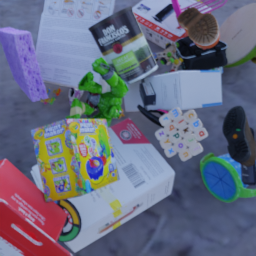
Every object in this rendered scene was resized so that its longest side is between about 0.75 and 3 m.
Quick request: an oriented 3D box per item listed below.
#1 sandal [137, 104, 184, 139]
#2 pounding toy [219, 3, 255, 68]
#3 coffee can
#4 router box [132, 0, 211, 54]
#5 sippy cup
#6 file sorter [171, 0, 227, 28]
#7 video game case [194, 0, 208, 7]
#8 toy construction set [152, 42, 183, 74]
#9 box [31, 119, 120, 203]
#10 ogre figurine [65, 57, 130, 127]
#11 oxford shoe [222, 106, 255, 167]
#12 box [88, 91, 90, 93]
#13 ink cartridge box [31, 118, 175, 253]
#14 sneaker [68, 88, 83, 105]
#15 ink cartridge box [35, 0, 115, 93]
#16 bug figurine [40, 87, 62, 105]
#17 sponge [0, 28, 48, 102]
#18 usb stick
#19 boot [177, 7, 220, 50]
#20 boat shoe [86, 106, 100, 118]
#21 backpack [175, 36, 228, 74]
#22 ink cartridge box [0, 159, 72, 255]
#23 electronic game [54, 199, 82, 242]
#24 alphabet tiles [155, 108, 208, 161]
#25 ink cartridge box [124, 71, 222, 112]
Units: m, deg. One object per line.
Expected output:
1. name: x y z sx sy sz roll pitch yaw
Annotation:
1. sandal: 0.912 -0.159 6.415 1.571 0.590 0.354 30 87 17
2. pounding toy: 4.268 -2.923 9.246 1.331 2.868 2.214 23 66 -27
3. coffee can: -0.101 -1.982 6.938 1.161 1.586 1.161 -25 19 9
4. router box: 1.480 -4.200 10.698 2.460 0.601 2.208 37 70 24
5. sippy cup: 2.617 1.109 6.997 1.090 1.168 1.487 -21 67 -27
6. file sorter: 2.003 -4.454 8.656 1.534 1.700 2.446 -18 27 18
7. video game case: 2.246 -5.190 11.791 1.621 0.229 1.794 -24 59 -15
8. toy construction set: 1.356 -2.018 8.484 0.900 1.171 0.977 -45 51 -5
9. box: -0.901 0.527 5.058 0.789 1.294 1.246 -16 85 25
10. ogre figurine: -0.658 -0.618 6.416 1.119 1.867 0.916 9 13 -38
11. oxford shoe: 2.246 0.167 5.608 0.580 0.499 1.374 32 50 -31
12. box: -0.909 -1.250 8.706 0.575 0.775 0.415 21 53 19
13. ink cartridge box: -0.595 1.282 6.740 2.744 1.145 1.992 -27 56 -17
14. sneaker: -1.646 -1.190 8.869 0.334 0.525 0.920 5 54 5
15. ink cartridge box: -1.445 -2.647 8.071 2.406 0.749 2.989 14 96 22
16. bug figurine: -2.375 -0.985 8.630 0.775 0.199 0.601 5 66 39
17. sponge: -2.940 -1.831 7.637 0.432 1.617 2.898 -21 29 -23
18. usb stick: 2.575 0.608 6.040 0.202 0.343 1.238 -2 88 -41
19. boot: 2.027 -2.455 7.401 0.737 1.054 1.965 -36 34 18
20. boat shoe: -0.811 -0.620 8.087 0.376 0.317 1.054 11 47 41
21. backpack: 2.279 -2.358 9.088 1.507 1.278 1.698 -16 43 -1
22. ink cartridge box: -2.213 1.513 4.709 2.720 1.580 0.915 -18 34 29
23. electronic game: -1.303 1.719 5.279 0.945 0.945 0.197 21 19 14
24. alphabet tiles: 0.998 0.121 5.358 0.071 0.952 0.973 -9 67 -55
25. ink cartridge box: 1.115 -0.945 7.479 1.573 0.908 2.168 -10 8 -36
